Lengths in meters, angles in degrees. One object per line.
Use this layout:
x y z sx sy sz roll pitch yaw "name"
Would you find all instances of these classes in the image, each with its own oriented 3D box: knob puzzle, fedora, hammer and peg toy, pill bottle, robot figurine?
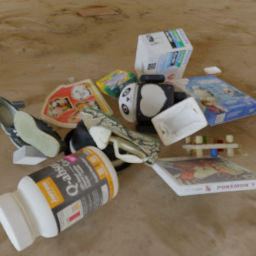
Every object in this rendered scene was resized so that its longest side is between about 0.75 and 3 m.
-2.397 -1.039 11.881 3.002 0.416 3.002 1 51 -2 "knob puzzle"
-0.912 0.371 9.609 2.630 1.201 2.630 6 43 -6 "fedora"
2.893 0.572 9.049 1.948 0.687 1.433 -2 -3 -6 "hammer and peg toy"
-1.852 1.812 7.551 2.946 1.714 1.714 -26 45 -34 "pill bottle"
0.963 -0.962 11.146 2.645 1.650 1.987 4 42 7 "robot figurine"

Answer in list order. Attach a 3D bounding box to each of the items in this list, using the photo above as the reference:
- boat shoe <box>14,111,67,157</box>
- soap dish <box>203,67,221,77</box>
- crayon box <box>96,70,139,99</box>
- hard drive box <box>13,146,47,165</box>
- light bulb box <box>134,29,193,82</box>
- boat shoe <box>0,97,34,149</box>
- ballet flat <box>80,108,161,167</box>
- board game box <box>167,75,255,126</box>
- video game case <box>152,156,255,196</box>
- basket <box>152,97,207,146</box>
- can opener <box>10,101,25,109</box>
-2.796 0.158 9.026 2.198 0.821 0.729 29 15 26 "boat shoe"
4.433 -2.923 14.777 0.786 0.319 0.618 -11 40 -15 "soap dish"
-0.574 -2.030 12.622 1.290 0.529 2.052 -34 30 -16 "crayon box"
-3.203 0.909 9.154 0.757 0.971 0.373 11 65 -41 "hard drive box"
1.631 -3.375 13.584 2.212 2.192 1.380 -13 62 -12 "light bulb box"
-4.008 -0.079 10.018 2.584 0.779 0.977 41 70 6 "boat shoe"
-0.272 0.369 8.267 2.740 0.929 1.032 27 55 -11 "ballet flat"
3.618 -1.332 12.117 2.865 0.621 2.851 -13 40 -32 "board game box"
2.187 1.295 8.311 2.446 0.308 2.685 -3 9 -10 "video game case"
1.791 -0.202 9.818 1.618 1.097 0.998 -28 -6 10 "basket"
-5.199 -0.822 11.663 1.733 0.576 0.456 -12 29 -24 "can opener"
